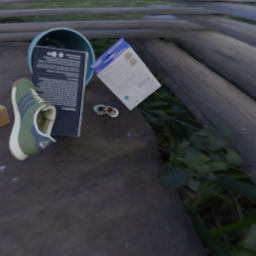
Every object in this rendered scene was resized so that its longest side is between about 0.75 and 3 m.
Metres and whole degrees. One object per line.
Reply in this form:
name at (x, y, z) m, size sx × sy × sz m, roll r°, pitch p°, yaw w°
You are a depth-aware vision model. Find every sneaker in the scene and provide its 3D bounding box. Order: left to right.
sneaker at (-2.296, -0.390, 7.090) m, size 1.082 × 0.808 × 2.410 m, roll -19°, pitch 56°, yaw 12°
sneaker at (-0.962, -0.749, 11.359) m, size 1.108 × 0.439 × 0.410 m, roll 11°, pitch 74°, yaw 22°

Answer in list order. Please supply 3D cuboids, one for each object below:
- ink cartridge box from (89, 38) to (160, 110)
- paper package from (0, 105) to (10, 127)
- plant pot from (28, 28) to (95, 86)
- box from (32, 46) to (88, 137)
ink cartridge box at (-0.103, -2.064, 10.918) m, size 1.637 × 2.743 × 0.576 m, roll -38°, pitch 43°, yaw 10°
paper package at (-5.036, -0.390, 10.689) m, size 0.411 × 0.757 × 0.794 m, roll 19°, pitch 37°, yaw 27°
plant pot at (-3.484, -3.325, 13.570) m, size 2.950 × 2.950 × 2.772 m, roll -16°, pitch 26°, yaw -23°
box at (-2.276, -1.239, 9.433) m, size 1.617 × 2.565 × 2.609 m, roll 4°, pitch 9°, yaw -11°
